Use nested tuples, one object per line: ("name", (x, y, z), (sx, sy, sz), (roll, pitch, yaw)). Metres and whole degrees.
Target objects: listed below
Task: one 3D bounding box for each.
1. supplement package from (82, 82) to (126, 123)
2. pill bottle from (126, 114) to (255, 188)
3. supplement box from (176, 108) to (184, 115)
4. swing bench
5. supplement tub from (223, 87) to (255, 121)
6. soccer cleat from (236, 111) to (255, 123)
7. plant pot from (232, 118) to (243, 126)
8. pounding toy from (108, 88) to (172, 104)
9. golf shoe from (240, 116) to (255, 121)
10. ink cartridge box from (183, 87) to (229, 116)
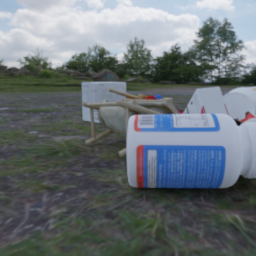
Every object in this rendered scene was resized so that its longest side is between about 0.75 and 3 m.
("supplement package", (-1.356, -1.500, 15.838), (2.040, 2.133, 1.569), (-9, 14, -44))
("pill bottle", (1.447, 0.499, 6.044), (2.855, 1.602, 1.602), (0, 10, 5))
("supplement box", (1.930, -0.311, 12.101), (1.293, 0.723, 2.376), (-4, 22, -23))
("swing bench", (0.137, -0.178, 9.530), (2.530, 1.642, 2.517), (-7, 8, -33))
("supplement tub", (5.374, -0.813, 12.428), (2.760, 1.993, 1.993), (-9, 14, -41))
("soccer cleat", (4.396, 0.278, 9.680), (0.949, 1.178, 2.767), (-33, -26, 21))
("plant pot", (2.512, 0.502, 7.426), (1.436, 1.436, 1.536), (3, -2, 14))
("pounding toy", (0.686, -1.145, 14.625), (2.616, 1.860, 2.408), (5, 11, 28))
("golf shoe", (4.672, -0.214, 10.870), (0.521, 1.349, 0.594), (14, 44, -37))
("ink cartridge box", (2.390, -0.231, 8.867), (0.766, 1.319, 1.828), (-6, -25, -8))
